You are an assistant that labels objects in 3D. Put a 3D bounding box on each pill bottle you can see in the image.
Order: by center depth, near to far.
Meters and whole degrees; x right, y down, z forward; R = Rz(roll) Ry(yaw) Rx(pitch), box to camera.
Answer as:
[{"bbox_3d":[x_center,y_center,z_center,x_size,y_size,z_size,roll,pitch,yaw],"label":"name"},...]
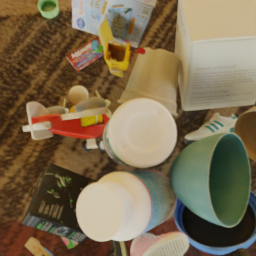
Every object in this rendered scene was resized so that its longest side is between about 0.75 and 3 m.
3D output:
[{"bbox_3d":[0.056,1.784,6.705,1.499,2.756,1.499,-4,82,27],"label":"pill bottle"},{"bbox_3d":[0.134,0.251,7.530,1.588,2.808,1.588,1,84,-8],"label":"pill bottle"}]

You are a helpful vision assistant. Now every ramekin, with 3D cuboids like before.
[{"bbox_3d":[-3.506,-5.300,12.391,0.886,0.433,0.886,0,70,0],"label":"ramekin"}]

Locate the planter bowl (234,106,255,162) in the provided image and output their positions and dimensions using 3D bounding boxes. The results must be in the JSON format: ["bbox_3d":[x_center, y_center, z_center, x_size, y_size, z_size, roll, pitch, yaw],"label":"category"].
[{"bbox_3d":[4.029,0.033,7.643,1.210,1.798,1.798,-34,73,-27],"label":"planter bowl"}]

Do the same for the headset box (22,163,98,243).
[{"bbox_3d":[-1.656,1.872,7.074,1.674,0.776,1.457,25,46,-17],"label":"headset box"}]

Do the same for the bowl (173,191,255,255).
[{"bbox_3d":[2.420,2.355,7.632,2.311,0.454,2.311,-12,33,8],"label":"bowl"}]

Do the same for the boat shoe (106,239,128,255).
[{"bbox_3d":[-0.364,4.262,8.763,0.802,0.872,2.440,-13,75,-9],"label":"boat shoe"}]

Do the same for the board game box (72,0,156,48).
[{"bbox_3d":[-0.570,-3.732,9.032,2.459,2.465,0.507,16,75,-8],"label":"board game box"}]

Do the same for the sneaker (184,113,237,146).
[{"bbox_3d":[3.078,0.046,10.357,2.297,0.809,1.074,-10,64,-6],"label":"sneaker"}]

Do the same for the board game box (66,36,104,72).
[{"bbox_3d":[-1.694,-3.130,11.769,1.655,0.161,0.852,-36,73,-12],"label":"board game box"}]

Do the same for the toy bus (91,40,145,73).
[{"bbox_3d":[-0.266,-1.782,7.243,1.263,1.192,0.653,11,88,-41],"label":"toy bus"}]

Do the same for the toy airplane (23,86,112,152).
[{"bbox_3d":[-1.950,-0.441,9.339,2.981,2.969,2.104,7,80,5],"label":"toy airplane"}]

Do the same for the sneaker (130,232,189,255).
[{"bbox_3d":[0.647,2.802,6.761,0.709,1.883,0.984,31,28,-17],"label":"sneaker"}]

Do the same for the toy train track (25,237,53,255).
[{"bbox_3d":[-2.139,4.507,8.945,2.805,0.456,1.609,33,81,17],"label":"toy train track"}]

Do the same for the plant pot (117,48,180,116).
[{"bbox_3d":[0.768,-1.369,8.310,1.850,1.850,1.694,14,93,5],"label":"plant pot"}]

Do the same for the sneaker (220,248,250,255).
[{"bbox_3d":[1.945,2.904,5.810,0.865,1.658,0.498,-16,62,-4],"label":"sneaker"}]

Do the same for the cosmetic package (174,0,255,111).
[{"bbox_3d":[2.660,-2.266,8.225,2.281,2.743,2.295,-4,56,3],"label":"cosmetic package"}]

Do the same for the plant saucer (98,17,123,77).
[{"bbox_3d":[-0.594,-2.476,9.058,0.387,1.599,1.599,-18,89,-1],"label":"plant saucer"}]

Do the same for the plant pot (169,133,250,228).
[{"bbox_3d":[1.877,1.215,6.910,1.441,2.139,2.139,-5,63,45],"label":"plant pot"}]

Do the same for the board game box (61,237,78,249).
[{"bbox_3d":[-2.059,3.429,9.114,0.203,0.771,1.007,-37,73,-12],"label":"board game box"}]
